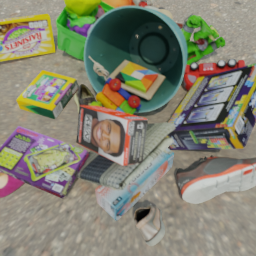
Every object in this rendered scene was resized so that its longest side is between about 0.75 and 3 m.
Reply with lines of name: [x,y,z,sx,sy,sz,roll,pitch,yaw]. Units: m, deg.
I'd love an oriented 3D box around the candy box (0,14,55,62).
candy box: [-4.068,-3.171,10.017,2.734,1.397,0.361,-16,43,-19]

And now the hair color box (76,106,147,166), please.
hair color box: [-0.432,0.092,6.182,0.572,0.949,1.869,-3,13,-40]

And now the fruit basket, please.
fruit basket: [-1.416,-4.163,9.954,2.076,2.878,2.878,24,48,-12]

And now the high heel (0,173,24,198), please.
high heel: [-3.349,1.238,6.558,1.876,0.900,0.632,-15,49,-15]

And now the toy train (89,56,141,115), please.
toy train: [-0.683,-0.865,7.630,1.933,0.818,1.119,41,83,-11]

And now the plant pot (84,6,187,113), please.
plant pot: [0.462,-2.199,8.461,2.860,2.860,2.295,16,30,14]

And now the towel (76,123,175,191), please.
towel: [-0.124,0.603,6.905,2.221,0.384,2.139,-43,25,-30]

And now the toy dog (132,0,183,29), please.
toy dog: [1.218,-4.511,10.953,1.370,1.876,2.844,-14,83,-15]

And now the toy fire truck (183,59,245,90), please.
toy fire truck: [3.002,-1.185,8.716,2.550,0.622,1.798,-1,74,19]

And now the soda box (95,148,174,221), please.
soda box: [0.202,1.197,6.773,0.708,0.658,2.070,36,58,28]

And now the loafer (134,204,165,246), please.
loafer: [0.356,1.761,5.531,0.555,1.545,0.486,-44,93,-2]

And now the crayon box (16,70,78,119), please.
crayon box: [-2.542,-1.092,8.928,1.300,0.439,1.506,16,53,15]

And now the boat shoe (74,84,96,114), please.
boat shoe: [-1.242,-0.723,8.452,0.603,0.534,1.648,-10,45,-28]

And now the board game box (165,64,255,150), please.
board game box: [2.331,-0.535,7.390,2.098,0.720,2.538,-7,37,50]

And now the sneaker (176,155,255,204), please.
sneaker: [2.331,0.977,6.826,2.486,0.958,1.018,-12,43,-11]

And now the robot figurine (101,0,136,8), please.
robot figurine: [-0.361,-5.811,12.350,1.761,1.428,2.449,42,50,-13]

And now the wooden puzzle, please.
wooden puzzle: [0.273,-1.593,8.842,1.501,0.302,1.623,25,42,11]

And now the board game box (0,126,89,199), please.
board game box: [-2.179,0.773,6.846,2.107,0.340,1.264,18,60,17]

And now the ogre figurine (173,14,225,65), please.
ogre figurine: [2.325,-2.913,9.532,1.087,1.328,2.215,56,30,9]
